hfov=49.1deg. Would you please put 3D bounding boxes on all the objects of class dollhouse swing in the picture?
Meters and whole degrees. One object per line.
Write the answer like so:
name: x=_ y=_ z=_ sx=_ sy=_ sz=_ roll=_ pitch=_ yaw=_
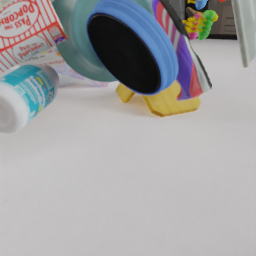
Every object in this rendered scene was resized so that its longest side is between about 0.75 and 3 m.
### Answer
dollhouse swing: x=1.149 y=-1.109 z=10.570 sx=2.348 sy=2.064 sz=2.134 roll=-12 pitch=-16 yaw=-25

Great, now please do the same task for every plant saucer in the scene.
plant saucer: x=-0.390 y=-2.408 z=6.641 sx=2.757 sy=2.757 sz=0.496 roll=-9 pitch=22 yaw=-20
plant saucer: x=2.961 y=-2.931 z=6.908 sx=0.697 sy=2.779 sz=2.779 roll=-10 pitch=18 yaw=24

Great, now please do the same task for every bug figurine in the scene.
bug figurine: x=2.564 y=-3.964 z=9.126 sx=0.737 sy=2.221 sz=2.864 roll=19 pitch=15 yaw=-10

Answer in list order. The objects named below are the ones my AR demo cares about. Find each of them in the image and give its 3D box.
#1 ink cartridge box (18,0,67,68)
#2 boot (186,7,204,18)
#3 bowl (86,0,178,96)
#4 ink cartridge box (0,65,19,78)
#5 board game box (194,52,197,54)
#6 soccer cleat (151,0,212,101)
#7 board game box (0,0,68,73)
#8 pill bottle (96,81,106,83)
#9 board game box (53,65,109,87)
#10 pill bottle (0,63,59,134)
ink cartridge box: x=-2.639 y=-3.033 z=8.228 sx=1.784 sy=2.775 sz=1.738 roll=-11 pitch=67 yaw=-2
boot: x=2.804 y=-4.548 z=11.346 sx=0.420 sy=0.409 sz=1.112 roll=-37 pitch=71 yaw=-3
bowl: x=0.003 y=-1.328 z=4.897 sx=0.368 sy=1.873 sz=1.873 roll=-46 pitch=42 yaw=-18
ink cartridge box: x=-4.850 y=-2.347 z=12.744 sx=2.816 sy=0.955 sz=1.634 roll=-3 pitch=21 yaw=-9
board game box: x=2.297 y=-2.625 z=10.765 sx=0.184 sy=0.786 sz=0.593 roll=-21 pitch=45 yaw=-25
soccer cleat: x=0.960 y=-1.658 z=5.979 sx=0.842 sy=2.300 sz=0.784 roll=-26 pitch=13 yaw=18
board game box: x=-2.180 y=-2.183 z=5.630 sx=1.425 sy=0.436 sz=1.881 roll=-28 pitch=62 yaw=0
pill bottle: x=-0.791 y=-2.771 z=7.783 sx=1.524 sy=2.751 sz=1.524 roll=-12 pitch=38 yaw=9
board game box: x=-2.563 y=-2.877 z=13.049 sx=2.719 sy=0.561 sz=2.726 roll=11 pitch=20 yaw=-36
pill bottle: x=-2.006 y=-0.686 z=5.455 sx=0.929 sy=0.929 sz=1.678 roll=7 pitch=34 yaw=15
